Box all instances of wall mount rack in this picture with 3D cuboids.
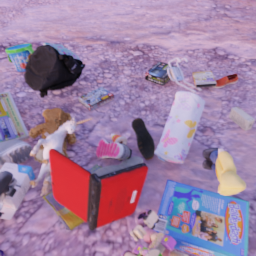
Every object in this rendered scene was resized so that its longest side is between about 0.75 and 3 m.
[{"bbox_3d":[2.732,-2.471,13.616,0.803,1.872,2.154,-23,1,30],"label":"wall mount rack"}]

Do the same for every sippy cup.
[{"bbox_3d":[-5.690,-3.734,15.063,1.373,1.281,1.748,-20,30,-19],"label":"sippy cup"}]

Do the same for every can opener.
[{"bbox_3d":[-4.102,2.454,8.068,0.673,0.850,2.559,6,61,36],"label":"can opener"}]

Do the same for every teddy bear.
[{"bbox_3d":[-2.937,0.372,11.063,1.837,0.846,2.534,-18,52,-9],"label":"teddy bear"}]

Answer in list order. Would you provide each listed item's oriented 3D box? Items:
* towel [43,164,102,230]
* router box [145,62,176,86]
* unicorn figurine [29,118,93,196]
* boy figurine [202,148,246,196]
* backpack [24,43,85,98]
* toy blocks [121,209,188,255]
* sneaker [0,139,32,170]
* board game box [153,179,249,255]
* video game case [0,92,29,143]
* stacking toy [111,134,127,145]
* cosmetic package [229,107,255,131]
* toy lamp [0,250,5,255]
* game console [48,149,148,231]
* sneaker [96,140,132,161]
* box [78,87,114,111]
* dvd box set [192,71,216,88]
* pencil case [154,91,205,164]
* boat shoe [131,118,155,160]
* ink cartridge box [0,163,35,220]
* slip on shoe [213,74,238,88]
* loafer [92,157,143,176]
[{"bbox_3d":[-1.452,2.203,9.276,2.291,0.261,1.646,-28,48,-27],"label":"towel"},{"bbox_3d":[1.751,-2.893,14.848,1.138,0.472,1.519,24,47,25],"label":"router box"},{"bbox_3d":[-2.425,0.800,9.172,0.990,2.681,1.842,31,29,-2],"label":"unicorn figurine"},{"bbox_3d":[2.830,1.410,8.401,0.745,1.438,2.313,-2,17,4],"label":"boy figurine"},{"bbox_3d":[-3.326,-2.882,13.140,1.822,2.402,2.878,46,23,6],"label":"backpack"},{"bbox_3d":[0.240,3.258,7.202,1.725,1.846,1.554,-45,16,-30],"label":"toy blocks"},{"bbox_3d":[-4.880,1.162,10.114,2.619,0.979,1.074,-21,34,-35],"label":"sneaker"},{"bbox_3d":[2.185,2.776,8.375,2.600,0.585,1.978,13,43,15],"label":"board game box"},{"bbox_3d":[-5.669,-0.284,11.380,2.428,0.294,2.668,-17,58,-29],"label":"video game case"},{"bbox_3d":[-0.459,0.439,11.078,0.577,0.577,0.790,-23,39,-24],"label":"stacking toy"},{"bbox_3d":[4.856,-0.407,12.012,0.366,0.542,1.030,-17,46,-20],"label":"cosmetic package"},{"bbox_3d":[-2.753,4.087,6.841,2.507,0.730,0.730,29,49,31],"label":"toy lamp"},{"bbox_3d":[-0.887,1.600,7.961,2.228,2.586,1.535,-15,51,-23],"label":"game console"},{"bbox_3d":[-0.511,0.864,10.209,0.826,0.697,1.889,19,-11,-31],"label":"sneaker"},{"bbox_3d":[-1.502,-1.401,13.309,1.425,0.284,0.975,-30,49,-29],"label":"box"},{"bbox_3d":[3.880,-2.501,14.377,1.020,0.205,1.394,-3,36,6],"label":"dvd box set"},{"bbox_3d":[1.859,-0.023,10.239,1.206,1.105,2.659,8,74,51],"label":"pencil case"},{"bbox_3d":[0.627,0.445,10.901,0.658,0.642,1.739,-17,63,3],"label":"boat shoe"},{"bbox_3d":[-3.949,2.037,9.211,1.015,0.593,1.749,7,42,8],"label":"ink cartridge box"},{"bbox_3d":[4.901,-2.411,14.209,1.432,0.438,0.530,-16,55,1],"label":"slip on shoe"},{"bbox_3d":[-0.331,1.605,9.483,2.037,0.640,0.732,-19,31,-29],"label":"loafer"}]
